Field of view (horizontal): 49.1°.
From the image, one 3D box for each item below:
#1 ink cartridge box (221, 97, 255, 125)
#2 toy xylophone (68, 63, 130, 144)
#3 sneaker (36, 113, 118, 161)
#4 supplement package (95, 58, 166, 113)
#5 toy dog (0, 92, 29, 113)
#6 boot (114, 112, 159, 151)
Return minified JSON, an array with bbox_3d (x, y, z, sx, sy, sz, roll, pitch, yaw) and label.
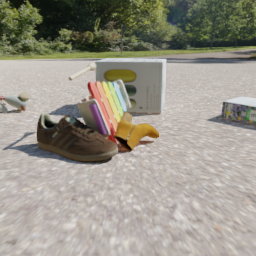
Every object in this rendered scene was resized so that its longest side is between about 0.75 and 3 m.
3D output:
[{"bbox_3d":[4.652,-0.496,9.390,1.401,0.647,2.572,-16,24,-41],"label":"ink cartridge box"},{"bbox_3d":[-0.729,-0.795,7.837,0.686,1.998,2.729,-16,24,18],"label":"toy xylophone"},{"bbox_3d":[-1.334,0.174,6.746,2.341,0.884,0.824,8,19,26],"label":"sneaker"},{"bbox_3d":[0.177,-1.775,11.304,2.547,1.933,1.919,3,17,10],"label":"supplement package"},{"bbox_3d":[-4.494,-0.915,10.668,1.495,0.986,0.720,-13,51,-14],"label":"toy dog"},{"bbox_3d":[0.221,0.240,7.214,1.257,0.900,0.442,31,-38,-20],"label":"boot"}]
